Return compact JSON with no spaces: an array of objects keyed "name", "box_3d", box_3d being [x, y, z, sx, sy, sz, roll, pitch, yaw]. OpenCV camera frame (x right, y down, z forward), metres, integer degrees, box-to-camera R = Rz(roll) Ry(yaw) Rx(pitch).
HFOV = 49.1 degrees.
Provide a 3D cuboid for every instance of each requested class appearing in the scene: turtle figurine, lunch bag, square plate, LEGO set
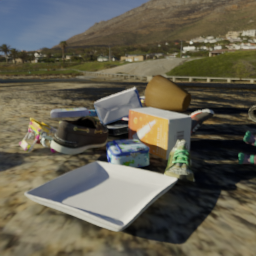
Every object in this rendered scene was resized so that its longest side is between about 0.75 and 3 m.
[{"name":"turtle figurine","box_3d":[3.474,0.619,6.351,1.688,0.850,1.264,9,56,43]},{"name":"lunch bag","box_3d":[-0.046,0.631,6.979,0.984,0.505,1.224,-5,12,-10]},{"name":"square plate","box_3d":[-0.404,1.140,5.058,2.011,0.289,2.030,7,14,31]},{"name":"LEGO set","box_3d":[-2.731,0.301,8.545,1.029,0.832,2.237,32,-4,-20]}]

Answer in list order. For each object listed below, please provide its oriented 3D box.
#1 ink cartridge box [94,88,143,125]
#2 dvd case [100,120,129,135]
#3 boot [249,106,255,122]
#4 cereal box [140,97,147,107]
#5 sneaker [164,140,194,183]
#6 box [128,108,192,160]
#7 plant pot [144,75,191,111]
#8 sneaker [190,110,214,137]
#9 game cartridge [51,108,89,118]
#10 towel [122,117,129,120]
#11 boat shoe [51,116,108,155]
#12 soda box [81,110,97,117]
[{"name":"ink cartridge box","box_3d":[-0.291,-0.911,10.825,1.597,0.893,2.340,-18,10,4]},{"name":"dvd case","box_3d":[-0.367,-0.055,10.349,1.592,0.262,2.118,6,11,40]},{"name":"boot","box_3d":[6.968,-0.636,11.612,2.848,1.033,2.589,5,-3,-12]},{"name":"cereal box","box_3d":[1.188,-1.722,17.960,2.395,0.473,1.723,-12,16,-40]},{"name":"sneaker","box_3d":[1.118,0.673,6.141,0.644,0.742,1.675,2,12,7]},{"name":"box","box_3d":[0.840,0.093,7.943,0.855,1.091,1.754,-7,15,-33]},{"name":"plant pot","box_3d":[2.285,-1.706,15.205,2.084,1.942,1.942,24,24,34]},{"name":"sneaker","box_3d":[2.034,-0.029,8.762,1.503,0.615,0.579,-29,-29,25]},{"name":"game cartridge","box_3d":[-2.497,-0.648,12.017,1.589,0.322,1.060,-4,14,-13]},{"name":"towel","box_3d":[0.734,-0.353,12.088,1.339,0.274,1.830,-11,16,-38]},{"name":"boat shoe","box_3d":[-1.175,0.087,8.051,0.946,0.799,2.653,22,14,15]},{"name":"soda box","box_3d":[-1.965,-0.725,13.825,0.843,0.270,0.286,-2,12,-8]}]
